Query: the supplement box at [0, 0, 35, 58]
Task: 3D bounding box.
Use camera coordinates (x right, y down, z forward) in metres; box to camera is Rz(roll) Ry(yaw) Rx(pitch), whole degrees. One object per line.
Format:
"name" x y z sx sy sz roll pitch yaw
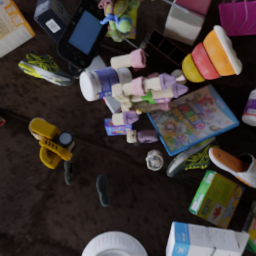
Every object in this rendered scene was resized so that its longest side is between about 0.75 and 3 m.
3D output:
"supplement box" -5.096 -3.596 10.458 2.589 0.952 1.632 -35 82 -4

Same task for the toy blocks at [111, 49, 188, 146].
"toy blocks" 0.900 -0.930 9.102 2.202 2.444 2.616 -6 76 20

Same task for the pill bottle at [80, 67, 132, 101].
"pill bottle" -0.712 -1.534 9.433 1.588 0.951 0.951 -18 82 -27

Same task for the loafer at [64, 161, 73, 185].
"loafer" -2.103 1.599 10.051 0.269 0.307 0.855 -11 80 16

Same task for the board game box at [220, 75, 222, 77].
"board game box" 3.278 -2.388 10.698 0.832 0.195 0.628 23 83 3

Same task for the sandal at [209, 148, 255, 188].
"sandal" 3.878 1.253 9.475 2.428 0.696 0.930 26 45 -15

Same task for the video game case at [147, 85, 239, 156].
"video game case" 2.270 -0.331 10.047 2.644 0.235 1.892 -24 60 -3

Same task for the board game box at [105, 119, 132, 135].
"board game box" -0.320 -0.033 9.791 0.877 1.304 0.292 -4 77 -1

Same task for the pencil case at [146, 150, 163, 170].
"pencil case" 0.878 1.071 9.407 0.566 1.265 0.492 -41 90 5

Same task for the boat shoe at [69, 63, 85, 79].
"boat shoe" -1.797 -2.846 10.563 0.712 0.582 1.928 17 82 3

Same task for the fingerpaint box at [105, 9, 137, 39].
"fingerpaint box" -0.312 -4.057 10.796 1.259 0.462 1.051 4 81 1

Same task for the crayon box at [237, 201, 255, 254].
"crayon box" 4.812 3.607 9.685 1.432 0.484 1.660 25 82 4

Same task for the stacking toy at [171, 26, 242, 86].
"stacking toy" 2.556 -2.263 10.021 2.476 1.809 1.809 -26 82 23

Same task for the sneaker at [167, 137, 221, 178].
"sneaker" 2.372 1.131 9.878 2.213 0.824 0.936 -37 84 -5

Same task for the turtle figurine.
"turtle figurine" 0.075 -4.211 10.087 2.878 2.071 2.791 -8 61 -21

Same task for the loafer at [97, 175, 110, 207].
"loafer" -0.911 2.233 9.975 0.397 0.348 1.105 -7 78 -15

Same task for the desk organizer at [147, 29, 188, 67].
"desk organizer" 1.470 -2.989 10.491 1.582 0.609 0.567 39 106 5

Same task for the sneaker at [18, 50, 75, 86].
"sneaker" -2.956 -2.257 10.366 2.180 0.812 0.922 20 82 3

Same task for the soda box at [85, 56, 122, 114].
"soda box" -0.795 -1.560 10.340 0.713 0.666 2.092 -33 84 -6

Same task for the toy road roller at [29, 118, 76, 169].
"toy road roller" -2.743 0.598 9.707 1.767 1.086 1.290 28 72 6

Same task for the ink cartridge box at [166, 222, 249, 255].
"ink cartridge box" 2.588 4.026 9.051 2.513 0.838 1.455 8 119 3

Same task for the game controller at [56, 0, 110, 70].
"game controller" -1.514 -3.338 9.903 1.320 0.533 2.531 33 72 -33

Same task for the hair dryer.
"hair dryer" 0.502 -2.588 10.097 0.385 1.419 1.080 26 39 -1

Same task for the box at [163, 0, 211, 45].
"box" 2.312 -4.501 10.361 1.227 1.439 2.251 21 82 3

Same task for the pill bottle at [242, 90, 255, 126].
"pill bottle" 4.735 -0.810 10.170 0.794 0.794 1.413 22 82 3

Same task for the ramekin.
"ramekin" -0.451 4.761 9.204 2.409 1.122 2.409 0 82 -1

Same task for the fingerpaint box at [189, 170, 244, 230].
"fingerpaint box" 3.043 2.461 9.657 1.311 0.576 1.571 28 83 -13

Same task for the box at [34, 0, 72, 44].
"box" -2.638 -3.959 10.067 0.756 1.227 1.217 -22 48 20

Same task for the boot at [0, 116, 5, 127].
"boot" -5.289 -0.227 10.260 1.321 0.483 0.995 -42 83 -12

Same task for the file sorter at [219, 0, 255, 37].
"file sorter" 4.592 -4.365 10.476 1.895 1.188 1.317 -5 82 -1
